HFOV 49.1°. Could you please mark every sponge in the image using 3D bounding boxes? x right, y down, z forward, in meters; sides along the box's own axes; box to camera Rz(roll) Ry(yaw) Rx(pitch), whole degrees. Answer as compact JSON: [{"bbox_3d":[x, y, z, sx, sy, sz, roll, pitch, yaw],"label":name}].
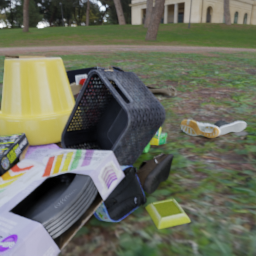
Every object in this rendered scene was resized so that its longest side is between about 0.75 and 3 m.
[{"bbox_3d":[-2.868,0.776,8.937,1.116,0.298,2.000,-20,30,-39],"label":"sponge"}]

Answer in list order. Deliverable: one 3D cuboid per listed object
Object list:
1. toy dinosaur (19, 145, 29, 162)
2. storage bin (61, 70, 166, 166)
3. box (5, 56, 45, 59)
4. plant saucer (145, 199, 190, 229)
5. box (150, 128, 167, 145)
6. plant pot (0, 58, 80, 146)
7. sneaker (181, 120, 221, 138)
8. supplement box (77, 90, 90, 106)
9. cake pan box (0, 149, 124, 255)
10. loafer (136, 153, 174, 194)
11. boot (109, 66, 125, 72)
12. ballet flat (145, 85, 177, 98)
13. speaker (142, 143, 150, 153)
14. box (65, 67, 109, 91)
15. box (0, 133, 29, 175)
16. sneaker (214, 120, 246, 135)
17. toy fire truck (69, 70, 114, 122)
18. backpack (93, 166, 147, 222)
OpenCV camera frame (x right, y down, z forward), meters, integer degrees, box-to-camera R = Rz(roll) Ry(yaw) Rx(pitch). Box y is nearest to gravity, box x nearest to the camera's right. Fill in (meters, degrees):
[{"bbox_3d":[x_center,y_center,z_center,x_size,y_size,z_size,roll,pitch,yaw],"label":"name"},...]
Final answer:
[{"bbox_3d":[-2.524,1.206,7.500,2.852,0.861,1.515,23,5,31],"label":"toy dinosaur"},{"bbox_3d":[-0.494,0.021,7.112,1.227,2.617,1.769,-9,52,-42],"label":"storage bin"},{"bbox_3d":[-3.486,-2.394,9.515,0.830,0.108,1.016,11,16,35],"label":"box"},{"bbox_3d":[0.881,1.875,6.298,0.785,0.188,0.784,-6,22,-17],"label":"plant saucer"},{"bbox_3d":[0.523,0.216,10.228,1.757,0.425,1.031,5,23,9],"label":"box"},{"bbox_3d":[-3.183,-1.080,9.957,2.898,2.726,2.898,-2,14,0],"label":"plant pot"},{"bbox_3d":[2.755,0.065,10.621,1.519,0.574,0.666,18,11,33],"label":"sneaker"},{"bbox_3d":[-2.005,-1.570,14.404,1.225,0.676,0.525,-4,22,-11],"label":"supplement box"},{"bbox_3d":[-1.749,1.373,5.245,2.738,0.716,2.521,-1,34,43],"label":"cake pan box"},{"bbox_3d":[0.651,1.041,7.306,0.713,0.729,1.997,16,14,21],"label":"loafer"},{"bbox_3d":[-0.105,-2.287,14.509,3.000,1.454,1.121,-4,38,-45],"label":"boot"},{"bbox_3d":[1.634,-2.223,16.186,2.542,0.589,0.857,14,25,31],"label":"ballet flat"},{"bbox_3d":[0.008,0.466,9.357,1.362,0.602,0.602,9,23,22],"label":"speaker"},{"bbox_3d":[-2.080,-2.633,15.570,1.963,1.210,1.947,-3,7,20],"label":"box"},{"bbox_3d":[-4.135,0.787,8.093,1.973,0.437,1.580,-6,26,11],"label":"box"},{"bbox_3d":[3.944,-0.112,10.978,1.290,0.456,0.640,-10,28,-15],"label":"sneaker"},{"bbox_3d":[-1.572,-1.069,11.250,2.517,2.215,1.619,2,18,36],"label":"toy fire truck"},{"bbox_3d":[-0.321,1.484,6.210,0.851,1.059,1.158,-11,11,42],"label":"backpack"}]
